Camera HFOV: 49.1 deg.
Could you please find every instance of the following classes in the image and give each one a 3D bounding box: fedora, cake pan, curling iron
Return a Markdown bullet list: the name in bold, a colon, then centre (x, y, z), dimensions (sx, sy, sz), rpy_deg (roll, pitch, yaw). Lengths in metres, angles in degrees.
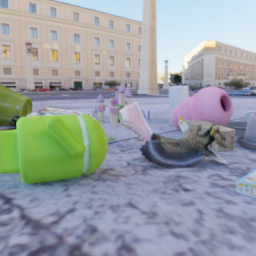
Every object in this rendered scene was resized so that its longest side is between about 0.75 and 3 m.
- **fedora**: centre (4.611, 0.016, 8.777), dimensions (2.475, 1.117, 2.189), rpy_deg (-6, 11, -32)
- **cake pan**: centre (4.548, 0.014, 11.261), dimensions (1.904, 0.349, 1.904), rpy_deg (0, 9, 0)
- **curling iron**: centre (-4.990, 0.064, 10.299), dimensions (0.333, 0.646, 2.607), rpy_deg (-1, 14, 38)

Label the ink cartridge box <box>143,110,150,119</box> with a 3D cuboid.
- **ink cartridge box**: centre (0.979, -0.751, 15.707), dimensions (0.169, 0.479, 0.803), rpy_deg (-5, 10, -33)

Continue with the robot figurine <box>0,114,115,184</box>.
- **robot figurine**: centre (-1.447, 0.396, 5.724), dimensions (2.271, 1.314, 1.993), rpy_deg (-5, -7, -21)

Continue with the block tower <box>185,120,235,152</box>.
- **block tower**: centre (2.585, 0.205, 9.173), dimensions (0.629, 0.674, 2.331), rpy_deg (-2, 11, -13)

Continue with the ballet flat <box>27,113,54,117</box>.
- **ballet flat**: centre (-2.609, 0.065, 8.686), dimensions (2.837, 1.026, 0.962), rpy_deg (4, 18, 25)

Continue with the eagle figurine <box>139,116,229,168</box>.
- **eagle figurine**: centre (1.416, 0.410, 7.029), dimensions (1.902, 1.435, 1.443), rpy_deg (-27, -44, 18)

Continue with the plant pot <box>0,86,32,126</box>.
- **plant pot**: centre (-5.619, -0.931, 12.871), dimensions (2.020, 2.098, 2.098), rpy_deg (12, 9, 1)

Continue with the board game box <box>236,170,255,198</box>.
- **board game box**: centre (2.767, 1.023, 5.195), dimensions (0.958, 0.244, 1.426), rpy_deg (8, 12, 44)

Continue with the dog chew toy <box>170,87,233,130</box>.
- **dog chew toy**: centre (2.779, -0.604, 11.200), dimensions (1.647, 1.647, 2.645), rpy_deg (-7, -7, -38)

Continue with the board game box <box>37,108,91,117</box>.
- **board game box**: centre (-3.097, -0.590, 13.867), dimensions (2.370, 0.410, 1.496), rpy_deg (8, 10, -1)

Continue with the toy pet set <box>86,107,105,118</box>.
- **toy pet set**: centre (-2.033, -0.943, 16.216), dimensions (1.239, 0.705, 1.327), rpy_deg (2, 10, 16)

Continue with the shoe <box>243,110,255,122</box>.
- **shoe**: centre (6.570, -0.442, 11.977), dimensions (2.855, 1.020, 1.299), rpy_deg (3, 13, 43)

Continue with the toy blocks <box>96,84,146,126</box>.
- **toy blocks**: centre (-0.269, -1.222, 14.084), dimensions (2.275, 1.915, 2.126), rpy_deg (-5, 10, -28)

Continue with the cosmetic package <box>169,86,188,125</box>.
- **cosmetic package**: centre (2.587, -1.185, 14.117), dimensions (0.627, 1.830, 2.428), rpy_deg (4, 9, 20)

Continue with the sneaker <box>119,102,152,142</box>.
- **sneaker**: centre (0.209, -0.004, 8.762), dimensions (0.790, 1.512, 0.569), rpy_deg (-22, -8, -18)
